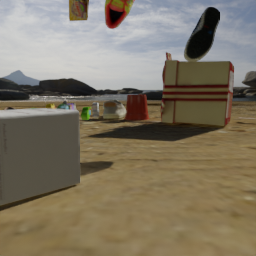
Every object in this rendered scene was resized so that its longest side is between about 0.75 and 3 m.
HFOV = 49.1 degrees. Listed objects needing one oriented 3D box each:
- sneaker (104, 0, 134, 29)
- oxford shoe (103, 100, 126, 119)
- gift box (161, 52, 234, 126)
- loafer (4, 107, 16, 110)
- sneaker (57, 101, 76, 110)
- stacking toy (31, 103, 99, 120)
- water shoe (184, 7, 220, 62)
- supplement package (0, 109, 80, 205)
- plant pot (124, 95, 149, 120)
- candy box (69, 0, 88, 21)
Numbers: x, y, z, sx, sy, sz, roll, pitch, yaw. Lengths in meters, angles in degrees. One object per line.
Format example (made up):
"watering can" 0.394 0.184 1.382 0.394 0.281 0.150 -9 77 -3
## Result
"sneaker" -0.087 -2.340 4.865 0.573 0.663 1.467 18 -33 -5
"oxford shoe" -0.595 -0.900 13.013 1.073 0.824 2.853 -2 5 6
"gift box" 2.369 -1.358 10.047 2.482 2.453 2.658 5 2 25
"loafer" -2.768 -0.116 6.915 0.816 0.714 2.270 -5 8 -34
"sneaker" -2.871 -0.789 12.100 0.688 0.793 1.790 4 8 28
"stacking toy" -2.450 -0.567 11.218 2.247 0.700 2.980 -1 9 2
"water shoe" 1.782 -2.171 6.805 0.549 1.537 0.606 29 -12 0
"supplement package" -1.383 0.263 3.072 0.891 0.888 1.519 7 10 44
"plant pot" 0.367 -0.885 11.868 1.075 1.046 1.075 0 7 0
"candy box" -1.776 -4.421 10.047 0.686 0.177 1.341 -6 -26 -13
